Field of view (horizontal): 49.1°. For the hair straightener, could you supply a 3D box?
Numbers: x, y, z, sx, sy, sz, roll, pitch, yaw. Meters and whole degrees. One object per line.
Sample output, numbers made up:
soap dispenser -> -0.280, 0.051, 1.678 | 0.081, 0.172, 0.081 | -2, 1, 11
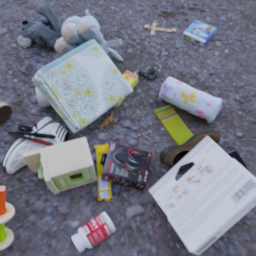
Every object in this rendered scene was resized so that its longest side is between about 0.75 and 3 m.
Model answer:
hair straightener -> -3.328, 0.159, 9.635 | 1.710, 0.350, 0.658 | 12, 64, -5

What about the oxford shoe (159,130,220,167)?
oxford shoe -> 2.332, 0.816, 9.693 | 2.320, 0.843, 0.979 | -26, 20, -12

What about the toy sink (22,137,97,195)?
toy sink -> -2.199, 1.360, 9.240 | 2.097, 1.367, 1.175 | -15, 60, -10

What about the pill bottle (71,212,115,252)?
pill bottle -> -1.061, 3.178, 8.501 | 1.233, 0.692, 0.692 | -31, 63, -18

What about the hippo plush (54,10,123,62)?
hippo plush -> -1.850, -4.230, 12.197 | 2.819, 2.245, 2.266 | -11, 59, -6

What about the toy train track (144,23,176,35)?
toy train track -> 1.585, -4.921, 13.798 | 1.564, 0.254, 0.897 | 10, 59, 5

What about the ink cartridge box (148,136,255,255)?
ink cartridge box -> 2.122, 1.813, 7.900 | 2.530, 0.566, 2.229 | -44, 45, 7

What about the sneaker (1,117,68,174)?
sneaker -> -3.081, 0.785, 9.817 | 1.460, 0.957, 2.537 | 27, 60, 19

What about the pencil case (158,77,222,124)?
pencil case -> 2.408, -1.107, 10.923 | 2.433, 1.104, 1.011 | 28, 96, 16

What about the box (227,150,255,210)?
box -> 3.208, 1.809, 8.706 | 0.969, 1.560, 1.573 | -21, 59, 0

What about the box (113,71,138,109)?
box -> -0.269, -1.610, 11.633 | 0.634, 0.422, 1.684 | 30, 63, 17

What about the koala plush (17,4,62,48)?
koala plush -> -4.219, -4.456, 12.957 | 1.911, 1.757, 1.695 | 0, 68, 25

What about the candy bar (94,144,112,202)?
candy bar -> -0.874, 1.516, 9.798 | 0.545, 0.242, 2.185 | -4, 59, -6

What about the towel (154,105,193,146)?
towel -> 1.794, -0.120, 10.867 | 0.781, 0.164, 1.816 | -25, 62, -14

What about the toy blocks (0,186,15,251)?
toy blocks -> -4.276, 1.874, 7.985 | 2.308, 2.769, 1.005 | 16, 22, 21

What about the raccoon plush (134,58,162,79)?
raccoon plush -> 0.837, -2.521, 11.920 | 1.180, 0.791, 0.571 | -7, 47, -3

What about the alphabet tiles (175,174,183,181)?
alphabet tiles -> 2.261, 2.584, 9.236 | 1.769, 0.080, 2.116 | 5, 58, 3

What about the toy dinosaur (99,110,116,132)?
toy dinosaur -> -0.732, -0.304, 10.887 | 0.579, 0.329, 1.090 | 27, 62, 17

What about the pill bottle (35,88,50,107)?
pill bottle -> -2.561, -1.392, 11.098 | 1.956, 1.118, 1.118 | -9, 59, -6

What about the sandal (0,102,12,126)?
sandal -> -5.877, -0.067, 10.315 | 1.021, 1.138, 3.103 | 30, 52, 23

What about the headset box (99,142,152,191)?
headset box -> -0.131, 1.282, 9.555 | 1.663, 0.624, 1.236 | 16, 57, -2

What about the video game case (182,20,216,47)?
video game case -> 3.454, -4.611, 13.581 | 1.156, 0.290, 1.276 | 32, 63, 17

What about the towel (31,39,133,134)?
towel -> -1.609, -1.588, 10.322 | 2.977, 0.717, 2.548 | -39, 97, -25
